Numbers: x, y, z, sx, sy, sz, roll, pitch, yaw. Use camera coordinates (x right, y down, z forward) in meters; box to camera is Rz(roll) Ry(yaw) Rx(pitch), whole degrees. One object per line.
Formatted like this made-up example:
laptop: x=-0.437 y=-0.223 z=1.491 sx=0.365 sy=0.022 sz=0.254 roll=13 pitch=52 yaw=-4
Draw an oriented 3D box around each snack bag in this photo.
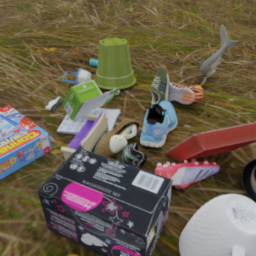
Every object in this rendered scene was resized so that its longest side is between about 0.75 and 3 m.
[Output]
snack bag: x=-1.519 y=-0.299 z=11.280 sx=2.116 sy=0.226 sz=1.995 roll=7 pitch=37 yaw=9

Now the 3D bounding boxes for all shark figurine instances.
shark figurine: x=3.713 y=-3.208 z=13.165 sx=1.294 sy=3.101 sz=1.853 roll=40 pitch=76 yaw=9

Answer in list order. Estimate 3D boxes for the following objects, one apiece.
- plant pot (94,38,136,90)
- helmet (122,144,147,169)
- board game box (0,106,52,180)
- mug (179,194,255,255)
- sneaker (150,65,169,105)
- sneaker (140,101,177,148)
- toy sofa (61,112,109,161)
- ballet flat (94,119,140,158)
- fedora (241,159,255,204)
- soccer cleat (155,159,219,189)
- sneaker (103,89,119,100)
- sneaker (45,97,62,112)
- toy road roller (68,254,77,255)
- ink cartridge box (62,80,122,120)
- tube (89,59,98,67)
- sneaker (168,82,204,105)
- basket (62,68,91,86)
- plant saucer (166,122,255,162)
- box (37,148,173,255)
plant pot: x=-0.670 y=-3.190 z=13.525 sx=2.132 sy=2.025 sz=2.132 roll=0 pitch=32 yaw=0
helmet: x=0.167 y=0.941 z=9.134 sx=0.765 sy=0.802 sz=0.802 roll=37 pitch=48 yaw=20
board game box: x=-4.605 y=0.537 z=9.682 sx=2.713 sy=0.774 sz=2.770 roll=28 pitch=45 yaw=33
mug: x=2.053 y=2.502 z=5.930 sx=1.510 sy=1.794 sz=2.046 roll=19 pitch=41 yaw=3
sneaker: x=1.287 y=-1.751 z=11.974 sx=0.776 sy=1.729 sz=0.580 roll=-21 pitch=32 yaw=-26
sneaker: x=1.248 y=-0.415 z=10.516 sx=1.083 sy=1.243 sz=2.764 roll=9 pitch=32 yaw=15
toy sofa: x=-1.466 y=0.259 z=9.781 sx=0.841 sy=0.991 sz=2.030 roll=10 pitch=42 yaw=18
ballet flat: x=-0.258 y=0.358 z=9.864 sx=0.851 sy=0.798 sz=2.354 roll=-6 pitch=24 yaw=35
fedora: x=4.597 y=1.426 z=7.985 sx=2.529 sy=1.155 sz=2.529 roll=-6 pitch=39 yaw=5
soccer cleat: x=1.830 y=1.461 z=8.637 sx=2.245 sy=0.858 sz=0.749 roll=-1 pitch=2 yaw=-25
sneaker: x=-0.724 y=-1.573 z=12.853 sx=0.813 sy=0.328 sz=0.469 roll=-21 pitch=10 yaw=15
sneaker: x=-3.239 y=-1.084 z=12.255 sx=0.421 sy=0.361 sz=0.968 roll=10 pitch=37 yaw=21
toy road roller: x=-1.053 y=3.202 z=6.279 sx=0.995 sy=0.611 sz=0.726 roll=-9 pitch=26 yaw=-11
ink cartridge box: x=-1.448 y=-1.247 z=11.131 sx=1.986 sy=1.468 sz=0.752 roll=-29 pitch=82 yaw=-35
tube: x=-1.423 y=-3.536 z=15.601 sx=1.417 sy=0.357 sz=0.549 roll=11 pitch=51 yaw=8
sneaker: x=2.372 y=-1.588 z=12.638 sx=1.309 sy=0.906 sz=2.336 roll=-11 pitch=29 yaw=-40
basket: x=-2.450 y=-2.364 z=13.457 sx=1.250 sy=0.869 sz=1.102 roll=16 pitch=33 yaw=-5
plant saucer: x=2.816 y=0.504 z=8.761 sx=2.624 sy=2.619 sz=0.482 roll=-9 pitch=76 yaw=-13
box: x=-0.509 y=1.958 z=7.098 sx=2.795 sy=1.603 sz=1.847 roll=17 pitch=38 yaw=19
